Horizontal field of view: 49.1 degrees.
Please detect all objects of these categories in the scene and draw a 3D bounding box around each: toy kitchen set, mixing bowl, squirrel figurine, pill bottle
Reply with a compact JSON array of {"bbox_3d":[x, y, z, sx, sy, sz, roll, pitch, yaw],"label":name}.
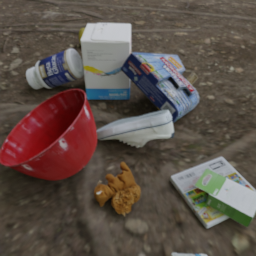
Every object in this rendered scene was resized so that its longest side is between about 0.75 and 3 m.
[{"bbox_3d":[2.641,-1.898,11.557,0.730,0.661,0.810,-48,39,5],"label":"toy kitchen set"},{"bbox_3d":[-1.988,0.420,8.038,2.898,1.569,2.898,-25,33,17],"label":"mixing bowl"},{"bbox_3d":[-0.312,1.729,7.506,1.116,0.846,1.196,-23,46,-21],"label":"squirrel figurine"},{"bbox_3d":[-3.040,-2.343,11.584,2.202,1.223,1.223,-16,38,17],"label":"pill bottle"}]

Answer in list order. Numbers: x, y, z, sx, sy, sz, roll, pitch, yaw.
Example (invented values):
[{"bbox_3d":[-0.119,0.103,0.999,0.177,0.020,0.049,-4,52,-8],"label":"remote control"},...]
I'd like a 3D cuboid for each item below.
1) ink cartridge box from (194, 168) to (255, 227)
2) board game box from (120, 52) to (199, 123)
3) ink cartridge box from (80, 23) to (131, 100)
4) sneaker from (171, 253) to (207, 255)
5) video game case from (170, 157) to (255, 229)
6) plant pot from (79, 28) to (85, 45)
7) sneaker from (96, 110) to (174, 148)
[{"bbox_3d":[2.574,1.790,7.362,1.559,0.462,0.809,26,46,26],"label":"ink cartridge box"},{"bbox_3d":[1.541,-1.794,10.543,2.723,0.840,2.721,47,40,9],"label":"board game box"},{"bbox_3d":[-0.800,-2.682,11.320,1.821,2.518,1.854,1,40,1],"label":"ink cartridge box"},{"bbox_3d":[0.996,3.506,5.549,0.978,0.846,2.257,6,32,17],"label":"sneaker"},{"bbox_3d":[2.464,1.737,7.959,1.927,0.221,1.753,-16,43,-20],"label":"video game case"},{"bbox_3d":[-2.250,-4.754,15.094,0.999,0.999,0.709,9,66,10],"label":"plant pot"},{"bbox_3d":[0.155,0.196,9.049,2.732,0.967,0.998,-11,13,27],"label":"sneaker"}]
